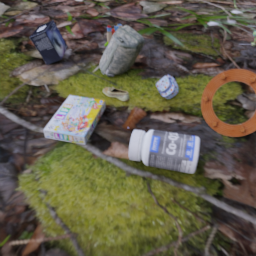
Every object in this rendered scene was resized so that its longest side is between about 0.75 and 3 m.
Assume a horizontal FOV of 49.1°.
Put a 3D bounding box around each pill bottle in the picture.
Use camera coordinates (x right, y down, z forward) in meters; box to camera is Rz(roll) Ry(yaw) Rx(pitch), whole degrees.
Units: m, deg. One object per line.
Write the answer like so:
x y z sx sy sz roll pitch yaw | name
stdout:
1.157 0.719 9.115 2.135 1.214 1.214 9 40 9 | pill bottle

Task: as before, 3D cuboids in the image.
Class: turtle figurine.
7.746 -5.415 16.568 1.504 1.116 1.551 14 -7 -21 | turtle figurine

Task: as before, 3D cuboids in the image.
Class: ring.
3.853 -0.903 10.260 2.493 2.493 0.239 28 18 30 | ring

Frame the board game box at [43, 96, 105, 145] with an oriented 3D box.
-2.034 -0.387 11.091 1.618 0.412 2.406 8 40 11 | board game box

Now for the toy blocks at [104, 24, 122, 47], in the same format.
-0.584 -5.611 16.789 1.761 1.204 0.880 -8 38 -10 | toy blocks

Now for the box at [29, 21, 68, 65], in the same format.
-4.186 -4.584 15.038 1.032 1.661 1.675 -15 38 15 | box

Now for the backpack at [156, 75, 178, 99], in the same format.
1.743 -1.773 12.354 0.749 0.972 0.926 9 47 -48 | backpack

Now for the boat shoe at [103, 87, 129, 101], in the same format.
-0.544 -1.611 12.565 1.370 0.430 0.502 20 44 24 | boat shoe

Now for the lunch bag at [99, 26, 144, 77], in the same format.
-0.429 -3.656 13.655 1.476 2.119 1.777 42 44 6 | lunch bag
